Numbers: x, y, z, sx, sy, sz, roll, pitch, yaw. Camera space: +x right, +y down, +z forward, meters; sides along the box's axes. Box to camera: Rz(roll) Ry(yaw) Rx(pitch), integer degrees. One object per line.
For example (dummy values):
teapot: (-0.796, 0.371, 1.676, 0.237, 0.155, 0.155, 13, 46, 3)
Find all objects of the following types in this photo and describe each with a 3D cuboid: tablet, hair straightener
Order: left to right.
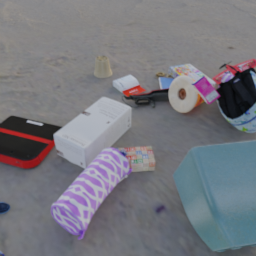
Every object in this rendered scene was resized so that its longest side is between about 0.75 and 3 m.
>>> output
hair straightener: (0.924, -1.304, 12.337, 2.403, 0.492, 0.925, -4, 40, -11)
tablet: (2.435, -2.013, 13.405, 1.871, 0.128, 1.217, 5, 39, -5)

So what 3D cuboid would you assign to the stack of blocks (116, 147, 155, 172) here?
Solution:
stack of blocks: (0.176, 1.074, 9.528, 1.368, 0.401, 0.788, -3, 39, -4)

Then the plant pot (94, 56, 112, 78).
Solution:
plant pot: (-1.310, -3.165, 14.343, 0.963, 0.882, 0.963, 0, 40, 0)

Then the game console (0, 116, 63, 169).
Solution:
game console: (-3.979, 0.447, 10.388, 2.589, 0.402, 2.290, 13, 36, 14)

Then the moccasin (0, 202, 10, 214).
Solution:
moccasin: (-3.934, 2.291, 8.100, 0.958, 0.327, 0.386, -2, 39, -3)

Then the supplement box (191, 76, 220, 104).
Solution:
supplement box: (2.948, -1.436, 10.670, 0.516, 0.999, 0.506, -38, 5, 7)

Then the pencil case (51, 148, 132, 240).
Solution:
pencil case: (-0.989, 1.764, 8.197, 1.178, 1.157, 2.756, 46, 49, -3)

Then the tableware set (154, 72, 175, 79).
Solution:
tableware set: (1.900, -2.668, 14.260, 1.048, 0.210, 0.692, 20, 43, 22)

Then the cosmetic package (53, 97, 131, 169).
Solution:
cosmetic package: (-1.197, 0.085, 10.257, 1.428, 1.040, 2.810, 21, 43, 24)

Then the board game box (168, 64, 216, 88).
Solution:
board game box: (3.074, -2.451, 13.673, 1.348, 0.343, 2.005, -14, 44, -27)

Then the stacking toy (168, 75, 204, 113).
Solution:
stacking toy: (2.971, -1.479, 12.189, 2.127, 1.554, 1.554, -6, 36, -36)

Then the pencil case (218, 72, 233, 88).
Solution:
pencil case: (5.228, -1.505, 12.245, 2.622, 1.100, 1.121, 32, 18, 31)

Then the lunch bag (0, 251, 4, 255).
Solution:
lunch bag: (-3.673, 3.287, 6.914, 0.661, 0.413, 0.878, 24, 57, 25)

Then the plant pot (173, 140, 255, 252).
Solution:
plant pot: (2.685, 1.846, 7.194, 2.265, 2.259, 2.307, -6, 63, -7)

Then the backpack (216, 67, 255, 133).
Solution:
backpack: (4.460, -0.947, 10.750, 1.958, 1.846, 2.401, -36, 14, 25)

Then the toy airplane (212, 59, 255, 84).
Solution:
toy airplane: (5.470, -2.432, 13.519, 2.558, 0.470, 2.558, -6, 50, 8)

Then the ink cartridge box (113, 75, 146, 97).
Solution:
ink cartridge box: (0.053, -2.016, 13.385, 1.063, 0.314, 1.328, -24, 44, -27)
